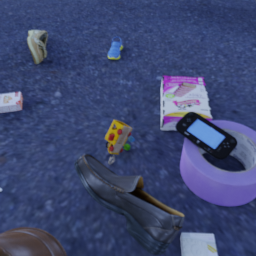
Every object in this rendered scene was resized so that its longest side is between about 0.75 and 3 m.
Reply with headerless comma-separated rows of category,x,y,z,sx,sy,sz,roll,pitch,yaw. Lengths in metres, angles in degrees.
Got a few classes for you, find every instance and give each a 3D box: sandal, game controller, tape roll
sandal,-0.577,-3.523,12.335,0.563,0.616,1.415,5,46,2
game controller,2.034,0.187,7.385,1.582,0.333,0.825,37,56,25
tape roll,2.581,0.879,7.552,2.257,0.959,2.257,0,44,0

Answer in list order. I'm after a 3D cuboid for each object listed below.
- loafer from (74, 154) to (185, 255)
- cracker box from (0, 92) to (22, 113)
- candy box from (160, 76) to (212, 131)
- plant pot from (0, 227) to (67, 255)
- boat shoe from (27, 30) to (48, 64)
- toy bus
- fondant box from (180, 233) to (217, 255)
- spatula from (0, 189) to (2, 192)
loafer,-0.002,1.456,6.371,2.849,1.030,1.037,39,14,13
cracker box,-4.297,-0.879,9.830,1.059,0.305,0.709,-9,45,-10
candy box,1.897,-0.869,9.542,1.545,0.691,2.265,3,44,3
plant pot,-2.159,2.632,4.597,2.024,2.004,2.024,-1,67,2
boat shoe,-3.874,-3.626,12.248,0.798,0.926,2.538,-14,39,-8
toy bus,-0.382,0.309,8.096,0.565,1.032,1.094,32,54,32
fondant box,1.549,2.820,6.052,0.731,0.295,1.013,2,45,1
spatula,-4.146,1.643,7.395,1.404,0.113,0.977,-22,48,-21
